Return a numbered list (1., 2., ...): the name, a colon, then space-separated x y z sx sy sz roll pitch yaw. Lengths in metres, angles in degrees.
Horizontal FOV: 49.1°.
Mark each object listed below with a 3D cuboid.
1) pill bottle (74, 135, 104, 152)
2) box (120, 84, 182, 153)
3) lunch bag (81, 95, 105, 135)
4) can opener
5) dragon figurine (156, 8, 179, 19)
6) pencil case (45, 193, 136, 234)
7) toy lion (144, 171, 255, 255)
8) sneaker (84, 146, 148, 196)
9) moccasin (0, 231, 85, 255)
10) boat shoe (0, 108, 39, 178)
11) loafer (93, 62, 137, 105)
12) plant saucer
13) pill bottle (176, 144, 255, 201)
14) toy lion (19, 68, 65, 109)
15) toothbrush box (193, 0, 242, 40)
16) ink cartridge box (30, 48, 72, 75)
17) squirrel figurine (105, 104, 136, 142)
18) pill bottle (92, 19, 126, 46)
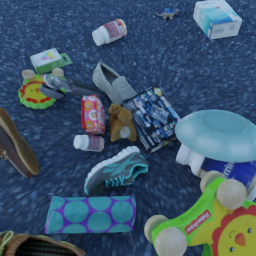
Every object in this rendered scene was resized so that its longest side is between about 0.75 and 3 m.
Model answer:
1. pill bottle: -1.101 0.423 7.893 0.769 0.439 0.439 10 42 -40
2. box: 0.768 -0.312 8.391 1.382 0.400 1.738 -28 73 -18
3. lunch bag: -0.980 -0.415 8.087 0.518 1.264 1.114 -4 78 5
4. can opener: -1.780 -1.152 8.698 1.996 0.667 0.532 12 41 -46
5. dragon figurine: 1.739 -5.086 12.399 1.041 0.306 0.518 2 53 1
6. pencil case: -0.847 1.969 6.449 2.004 0.926 0.853 4 90 -12
7. toy lion: 1.892 2.310 5.804 2.449 2.348 0.841 -34 15 -11
8. sneaker: -0.250 1.192 7.193 1.848 0.717 0.843 -34 49 -21
9. moccasin: -2.312 2.727 5.927 2.786 1.075 1.019 9 52 7
10. boat shoe: -3.168 0.485 7.508 0.716 0.717 2.037 -30 94 4
11. loafer: -0.310 -1.297 9.115 2.224 0.776 0.778 39 51 18
12. plant saucer: 2.440 0.012 7.304 2.378 0.458 2.378 3 31 -2
13. pill bottle: 2.398 0.890 7.260 2.090 1.209 1.209 26 57 19
14. toy lion: -2.777 -1.264 9.193 1.560 0.536 1.496 -9 55 -23
15. toothbrush box: 3.701 -4.584 11.740 1.279 0.745 1.747 -10 52 -8
16. ink cartridge box: -2.845 -2.528 10.388 1.325 0.393 0.688 -25 57 -18
17. squirrel figurine: -0.256 -0.207 8.201 0.757 1.069 0.998 -5 27 -20
18. pill bottle: -0.743 -3.792 11.159 1.247 0.683 0.683 -29 58 -17
